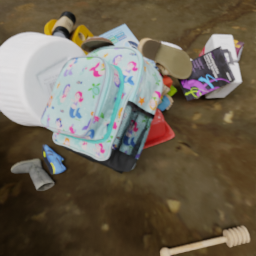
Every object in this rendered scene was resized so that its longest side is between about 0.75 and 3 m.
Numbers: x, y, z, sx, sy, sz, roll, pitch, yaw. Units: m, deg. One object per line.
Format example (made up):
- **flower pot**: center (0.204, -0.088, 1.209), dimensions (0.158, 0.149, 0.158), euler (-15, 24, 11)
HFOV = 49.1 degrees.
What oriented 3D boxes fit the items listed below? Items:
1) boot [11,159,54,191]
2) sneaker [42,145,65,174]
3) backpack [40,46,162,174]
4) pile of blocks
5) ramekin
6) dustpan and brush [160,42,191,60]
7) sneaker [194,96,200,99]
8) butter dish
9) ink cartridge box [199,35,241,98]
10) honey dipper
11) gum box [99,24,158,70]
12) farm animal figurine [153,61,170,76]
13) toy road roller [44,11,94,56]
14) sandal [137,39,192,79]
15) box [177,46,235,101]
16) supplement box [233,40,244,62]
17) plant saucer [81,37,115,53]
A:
- **boot**: center (-2.581, 1.314, 7.545), dimensions (0.889, 0.355, 0.978), euler (-18, 54, -26)
- **sneaker**: center (-2.133, 0.879, 7.998), dimensions (0.434, 0.365, 1.108), euler (-11, 43, -33)
- **backpack**: center (-0.626, -0.682, 7.286), dimensions (2.660, 2.256, 2.996), euler (14, 74, 43)
- **pile of blocks**: center (1.170, -1.169, 8.835), dimensions (1.067, 0.808, 2.600), euler (46, 20, -6)
- **ramekin**: center (-2.341, -1.334, 8.195), dimensions (1.371, 2.812, 2.812), euler (13, 44, 39)
- **dustpan and brush**: center (1.993, -3.016, 11.498), dimensions (1.710, 0.489, 1.194), euler (12, 4, -4)
- **sneaker**: center (2.557, -1.743, 10.234), dimensions (0.591, 0.649, 1.469), euler (12, 50, 19)
- **butter dish**: center (0.355, -0.336, 8.487), dimensions (1.718, 1.273, 1.722), euler (-19, 49, -16)
- **ink cartridge box**: center (3.008, -1.987, 9.320), dimensions (0.719, 1.253, 1.725), euler (-2, 73, -9)
- **honey dipper**: center (1.701, 2.614, 6.315), dimensions (2.021, 0.384, 0.384), euler (-11, 47, -5)
- **gum box**: center (-0.093, -2.295, 9.124), dimensions (1.879, 0.419, 1.597), euler (53, 51, -4)
- **farm animal figurine**: center (0.984, -2.435, 10.632), dimensions (2.028, 1.057, 2.006), euler (13, 32, 6)
- **toy road roller**: center (-2.038, -2.884, 9.571), dimensions (1.326, 1.817, 1.116), euler (-20, 45, 37)
- **sandal**: center (0.982, -2.049, 8.007), dimensions (2.052, 0.752, 0.675), euler (16, 16, -39)
- **box**: center (2.289, -1.618, 8.517), dimensions (1.559, 1.114, 0.281), euler (-24, 5, 33)
- **supplement box**: center (3.803, -2.820, 11.233), dimensions (1.013, 0.787, 1.837), euler (24, 51, 22)
- **plant saucer**: center (-0.808, -2.231, 7.511), dimensions (0.921, 0.921, 0.169), euler (-2, 83, -2)
